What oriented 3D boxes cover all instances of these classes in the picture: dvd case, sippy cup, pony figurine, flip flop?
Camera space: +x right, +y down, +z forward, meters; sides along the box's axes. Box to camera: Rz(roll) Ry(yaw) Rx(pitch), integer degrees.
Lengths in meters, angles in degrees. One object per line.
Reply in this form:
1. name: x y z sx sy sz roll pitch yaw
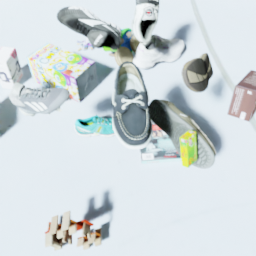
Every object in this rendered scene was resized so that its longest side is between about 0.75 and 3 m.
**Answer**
1. dvd case: 1.030 0.403 9.968 1.375 0.207 1.884 -4 49 -3
2. sippy cup: -0.514 -4.082 13.195 1.233 1.321 1.682 19 9 29
3. pony figurine: -2.100 -4.075 13.617 0.756 0.629 0.730 -6 82 -10
4. flip flop: 1.719 -1.446 7.218 0.605 0.852 2.102 -6 22 29

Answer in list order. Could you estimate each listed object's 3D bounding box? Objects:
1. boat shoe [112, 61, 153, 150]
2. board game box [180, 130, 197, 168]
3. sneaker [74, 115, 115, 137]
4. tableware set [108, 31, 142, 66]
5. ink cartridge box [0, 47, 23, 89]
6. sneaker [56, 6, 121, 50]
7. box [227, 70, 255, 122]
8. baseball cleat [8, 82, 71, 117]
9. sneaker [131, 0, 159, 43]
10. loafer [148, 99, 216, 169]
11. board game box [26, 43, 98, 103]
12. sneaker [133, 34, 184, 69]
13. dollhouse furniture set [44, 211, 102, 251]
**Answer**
1. boat shoe: 0.037 -0.621 6.549 0.948 0.757 2.508 -7 46 -7
2. board game box: 1.493 0.525 6.908 0.199 0.835 0.424 18 38 42
3. sneaker: -1.006 -0.099 10.044 1.847 0.735 0.716 -7 50 -7
4. tableware set: 0.094 -3.503 12.842 0.446 1.470 2.224 -9 33 51
5. ink cartridge box: -4.948 -2.459 11.609 0.600 1.422 1.029 7 50 2
6. sneaker: -1.274 -3.491 10.046 2.575 0.856 1.165 12 48 -33
7. box: 3.473 -0.959 7.966 0.675 0.902 1.801 21 33 25
8. baseball cleat: -2.289 -0.742 6.863 1.888 1.005 0.658 -14 46 37
9. sneaker: 0.712 -4.227 9.605 0.981 2.647 1.171 -6 38 -11
10. loafer: 1.626 0.032 7.971 0.887 0.957 2.546 -16 57 -38
11. board game box: -2.681 -2.301 11.535 2.514 1.318 1.295 25 54 21
12. sneaker: 1.528 -3.574 12.526 2.780 1.385 1.041 -27 61 -26
13. dollhouse furniture set: -1.548 2.682 7.385 1.345 1.360 0.701 -25 44 21
